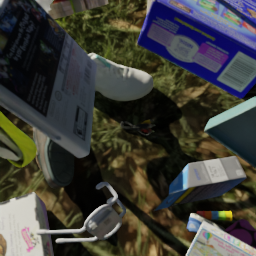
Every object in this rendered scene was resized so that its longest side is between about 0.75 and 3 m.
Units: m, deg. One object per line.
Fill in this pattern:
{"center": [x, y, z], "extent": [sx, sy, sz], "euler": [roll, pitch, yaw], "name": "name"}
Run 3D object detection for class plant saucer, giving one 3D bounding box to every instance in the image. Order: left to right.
{"center": [2.477, 0.290, 5.031], "extent": [0.984, 2.816, 0.267], "euler": [-31, 48, 33], "name": "plant saucer"}

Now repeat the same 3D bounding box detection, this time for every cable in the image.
{"center": [0.288, 0.009, 8.310], "extent": [1.020, 0.257, 0.495], "euler": [-3, 78, 12], "name": "cable"}

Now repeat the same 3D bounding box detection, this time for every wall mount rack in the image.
{"center": [-0.580, 1.341, 3.969], "extent": [1.121, 1.290, 0.481], "euler": [-39, 61, -14], "name": "wall mount rack"}

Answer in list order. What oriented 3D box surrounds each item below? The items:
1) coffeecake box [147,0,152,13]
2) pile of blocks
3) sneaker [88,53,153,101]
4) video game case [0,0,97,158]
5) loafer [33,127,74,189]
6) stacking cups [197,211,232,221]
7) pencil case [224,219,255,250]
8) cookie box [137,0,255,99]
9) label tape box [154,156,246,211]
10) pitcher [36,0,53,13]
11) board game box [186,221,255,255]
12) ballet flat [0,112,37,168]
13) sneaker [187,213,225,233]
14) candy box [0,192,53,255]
{"center": [1.583, -3.554, 9.415], "extent": [0.755, 1.587, 2.068], "euler": [-37, 67, -18], "name": "coffeecake box"}
{"center": [-1.167, -2.899, 6.330], "extent": [0.686, 0.520, 1.672], "euler": [12, 36, 42], "name": "pile of blocks"}
{"center": [-0.680, -1.688, 8.551], "extent": [2.958, 1.309, 1.113], "euler": [9, 60, 5], "name": "sneaker"}
{"center": [-1.479, -1.085, 5.080], "extent": [0.306, 2.386, 2.624], "euler": [-24, 44, 25], "name": "video game case"}
{"center": [-2.154, 0.484, 7.742], "extent": [0.839, 0.958, 2.667], "euler": [-33, 57, 27], "name": "loafer"}
{"center": [2.155, 2.185, 7.011], "extent": [0.840, 0.254, 0.254], "euler": [3, 61, 1], "name": "stacking cups"}
{"center": [2.293, 2.446, 4.847], "extent": [0.784, 0.760, 1.675], "euler": [-32, 36, -1], "name": "pencil case"}
{"center": [1.826, -2.353, 6.104], "extent": [2.443, 1.073, 2.856], "euler": [28, 50, -1], "name": "cookie box"}
{"center": [1.232, 1.038, 5.217], "extent": [1.480, 1.067, 0.468], "euler": [-7, 60, -17], "name": "label tape box"}
{"center": [-2.317, -2.982, 7.343], "extent": [1.462, 1.033, 1.704], "euler": [-7, 65, 27], "name": "pitcher"}
{"center": [1.187, 1.587, 3.426], "extent": [0.816, 0.549, 0.140], "euler": [26, 24, 18], "name": "board game box"}
{"center": [-2.753, 0.006, 5.583], "extent": [0.730, 2.186, 0.733], "euler": [-30, 28, 26], "name": "ballet flat"}
{"center": [1.999, 2.574, 6.732], "extent": [1.282, 0.503, 0.571], "euler": [27, 87, 8], "name": "sneaker"}
{"center": [-3.000, 2.890, 6.139], "extent": [2.537, 0.908, 2.128], "euler": [-17, 57, -8], "name": "candy box"}
